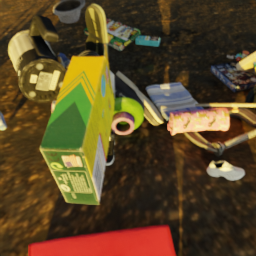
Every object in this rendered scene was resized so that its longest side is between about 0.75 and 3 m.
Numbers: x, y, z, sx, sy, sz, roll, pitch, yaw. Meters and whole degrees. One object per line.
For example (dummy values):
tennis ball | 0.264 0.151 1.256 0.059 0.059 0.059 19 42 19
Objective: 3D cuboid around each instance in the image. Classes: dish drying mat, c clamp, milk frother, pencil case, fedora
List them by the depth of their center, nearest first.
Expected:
dish drying mat | -0.479 2.593 5.421 2.827 0.257 1.086 -5 51 -8
pencil case | 1.982 -0.185 7.969 1.682 0.728 0.696 -4 31 -3
c clamp | 3.104 0.084 8.125 2.737 0.371 2.338 -16 42 -13
milk frother | -2.591 -2.349 10.126 2.692 2.429 2.532 24 23 -43
fedora | -3.071 -6.150 14.864 1.625 0.829 1.837 15 52 19

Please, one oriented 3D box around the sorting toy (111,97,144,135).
sorting toy | -0.748 -0.144 7.683 2.415 1.451 0.991 13 40 -13

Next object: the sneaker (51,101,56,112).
sneaker | -1.896 -0.346 8.489 0.836 0.628 1.678 -8 42 -9

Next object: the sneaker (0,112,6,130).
sneaker | -4.187 -0.417 8.517 0.539 0.549 1.424 -39 61 -7

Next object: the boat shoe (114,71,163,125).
boat shoe | 0.168 -0.824 9.122 0.831 0.962 2.649 -46 53 10

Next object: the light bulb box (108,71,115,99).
light bulb box | -1.138 -1.206 9.002 1.237 1.226 0.772 -22 45 -21

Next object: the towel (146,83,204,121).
towel | 1.499 -0.917 9.168 1.388 0.225 1.890 -9 40 -15

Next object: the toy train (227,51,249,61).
toy train | 4.714 -2.689 11.102 1.126 0.417 1.499 -4 38 -29

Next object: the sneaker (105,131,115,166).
sneaker | -0.562 0.481 7.605 0.368 0.563 1.007 1 41 2

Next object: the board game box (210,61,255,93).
board game box | 4.009 -1.951 10.556 1.076 0.275 1.588 -14 43 -15

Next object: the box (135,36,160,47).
box | 0.898 -4.001 12.880 1.062 0.261 0.437 8 42 9

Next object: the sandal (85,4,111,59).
sandal | -0.979 -3.312 10.211 1.041 2.622 0.748 38 62 14

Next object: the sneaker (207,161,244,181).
sneaker | 2.485 1.043 7.054 0.916 0.455 0.357 5 42 5

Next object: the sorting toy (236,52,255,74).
sorting toy | 5.099 -2.179 9.385 1.966 1.978 0.688 2 68 -32

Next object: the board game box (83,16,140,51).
board game box | -0.807 -4.489 13.139 2.585 0.303 1.354 34 72 32

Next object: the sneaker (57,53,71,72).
sneaker | -2.155 -2.153 10.547 0.841 0.718 1.908 -13 53 -20

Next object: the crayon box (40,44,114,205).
crayon box | -0.799 -0.149 5.492 0.696 1.741 2.742 2 49 6

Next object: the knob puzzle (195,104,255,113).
knob puzzle | 3.105 -0.586 8.293 1.850 0.257 1.850 0 4 0

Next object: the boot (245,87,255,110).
boot | 5.179 -0.662 8.532 2.452 0.907 2.009 -10 36 -18
